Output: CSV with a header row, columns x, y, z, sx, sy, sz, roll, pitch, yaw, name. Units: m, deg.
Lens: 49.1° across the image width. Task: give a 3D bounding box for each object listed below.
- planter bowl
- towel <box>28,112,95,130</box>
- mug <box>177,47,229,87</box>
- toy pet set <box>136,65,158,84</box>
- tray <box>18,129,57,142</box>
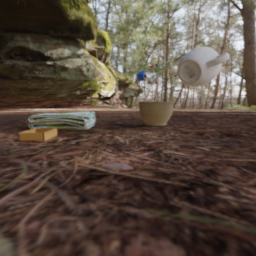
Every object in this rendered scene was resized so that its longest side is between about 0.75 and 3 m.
x,y,z,sx,sy,sz,roll,pitch,yaw,name
1.228,-0.630,12.341,1.561,1.051,1.561,0,6,0,planter bowl
-2.538,-0.329,11.298,2.254,0.634,2.633,1,5,-1,towel
3.013,-2.491,11.253,2.085,1.540,1.828,-16,10,36,mug
0.922,-2.612,13.543,0.912,0.977,0.519,-3,-11,28,toy pet set
-2.422,0.185,7.636,0.653,0.245,1.325,0,4,-1,tray
